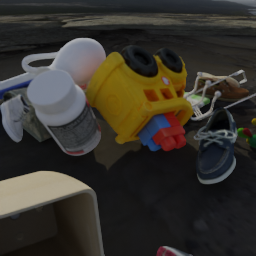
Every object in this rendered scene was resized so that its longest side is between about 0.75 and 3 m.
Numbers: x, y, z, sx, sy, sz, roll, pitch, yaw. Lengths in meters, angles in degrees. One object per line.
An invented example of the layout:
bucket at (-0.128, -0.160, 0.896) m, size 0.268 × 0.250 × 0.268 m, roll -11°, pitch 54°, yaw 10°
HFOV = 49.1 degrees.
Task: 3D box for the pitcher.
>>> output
pitcher at (-1.763, -1.853, 7.959) m, size 1.736 × 1.227 × 2.024 m, roll 35°, pitch 53°, yaw 11°

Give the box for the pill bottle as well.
pill bottle at (-1.438, -0.307, 6.612) m, size 1.167 × 2.050 × 1.167 m, roll -5°, pitch 56°, yaw 8°

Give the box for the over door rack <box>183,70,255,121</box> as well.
over door rack at (2.919, -1.220, 8.932) m, size 2.466 × 0.822 × 1.822 m, roll -15°, pitch 32°, yaw 3°

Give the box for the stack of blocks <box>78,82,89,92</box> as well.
stack of blocks at (-1.516, -1.675, 11.001) m, size 2.446 × 0.716 × 1.408 m, roll 21°, pitch 34°, yaw 35°

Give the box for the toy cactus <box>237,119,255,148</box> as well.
toy cactus at (3.708, 0.382, 7.027) m, size 1.852 × 0.947 × 1.528 m, roll 20°, pitch 42°, yaw 15°

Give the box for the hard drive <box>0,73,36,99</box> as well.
hard drive at (-3.874, -1.335, 9.324) m, size 2.793 × 0.354 × 1.843 m, roll -17°, pitch 9°, yaw 7°

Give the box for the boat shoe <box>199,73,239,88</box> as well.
boat shoe at (3.564, -1.758, 11.375) m, size 1.767 × 0.652 × 0.611 m, roll 20°, pitch 44°, yaw 38°

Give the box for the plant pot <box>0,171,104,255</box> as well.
plant pot at (-1.465, 1.543, 3.756) m, size 1.844 × 1.846 × 1.634 m, roll -13°, pitch 19°, yaw -23°

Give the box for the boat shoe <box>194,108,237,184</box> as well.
boat shoe at (2.121, 0.322, 6.675) m, size 0.946 × 0.782 × 2.528 m, roll -7°, pitch 26°, yaw 36°

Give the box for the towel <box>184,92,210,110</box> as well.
towel at (1.442, -0.784, 9.788) m, size 1.906 × 0.392 × 2.555 m, roll 24°, pitch 34°, yaw 35°

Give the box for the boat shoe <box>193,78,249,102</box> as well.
boat shoe at (3.555, -1.478, 10.638) m, size 2.081 × 0.707 × 0.749 m, roll 4°, pitch 28°, yaw 8°

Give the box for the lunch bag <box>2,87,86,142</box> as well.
lunch bag at (-2.525, -0.688, 8.534) m, size 2.121 × 1.247 × 1.740 m, roll 28°, pitch 39°, yaw 36°

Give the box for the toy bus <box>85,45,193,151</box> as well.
toy bus at (0.753, -0.609, 7.590) m, size 2.887 × 1.959 × 2.771 m, roll -13°, pitch 61°, yaw -42°

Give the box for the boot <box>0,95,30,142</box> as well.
boot at (-2.631, -0.288, 6.700) m, size 0.612 × 0.471 × 1.281 m, roll -34°, pitch 57°, yaw 3°

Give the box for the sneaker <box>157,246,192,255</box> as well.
sneaker at (0.985, 2.090, 4.026) m, size 1.239 × 0.499 × 0.462 m, roll 22°, pitch 18°, yaw 23°
